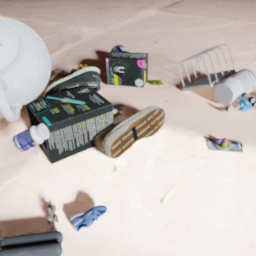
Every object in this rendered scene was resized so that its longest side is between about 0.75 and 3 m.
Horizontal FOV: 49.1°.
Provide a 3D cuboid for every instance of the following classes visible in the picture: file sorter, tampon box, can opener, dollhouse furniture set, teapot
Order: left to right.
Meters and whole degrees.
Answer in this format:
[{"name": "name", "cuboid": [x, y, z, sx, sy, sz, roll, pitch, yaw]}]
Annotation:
[{"name": "teapot", "cuboid": [-3.685, -1.982, 7.979, 2.906, 2.123, 2.869, 28, 78, 3]}, {"name": "can opener", "cuboid": [-2.574, 2.494, 5.966, 2.263, 0.757, 0.604, -5, 35, -7]}, {"name": "dollhouse furniture set", "cuboid": [-2.783, -2.056, 12.629, 0.924, 0.789, 1.783, 7, 31, 13]}, {"name": "tampon box", "cuboid": [-1.874, -0.199, 9.254, 2.300, 1.452, 1.724, -21, 40, -27]}, {"name": "tampon box", "cuboid": [-0.021, -2.716, 12.967, 1.751, 1.312, 1.105, 6, 32, 13]}, {"name": "file sorter", "cuboid": [3.496, -2.709, 12.529, 2.234, 1.391, 1.550, -30, 17, -36]}]

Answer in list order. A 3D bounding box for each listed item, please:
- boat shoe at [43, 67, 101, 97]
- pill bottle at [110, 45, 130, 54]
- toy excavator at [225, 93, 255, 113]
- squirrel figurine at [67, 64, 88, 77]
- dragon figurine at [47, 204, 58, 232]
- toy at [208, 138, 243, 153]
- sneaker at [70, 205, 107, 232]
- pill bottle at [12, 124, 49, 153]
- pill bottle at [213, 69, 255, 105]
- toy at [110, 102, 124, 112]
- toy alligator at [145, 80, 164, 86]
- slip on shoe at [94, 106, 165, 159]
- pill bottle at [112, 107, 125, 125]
[{"name": "boat shoe", "cuboid": [-2.248, -1.427, 10.939, 2.770, 0.936, 0.995, -19, -11, 27]}, {"name": "pill bottle", "cuboid": [-0.281, -3.616, 14.638, 0.991, 0.991, 1.772, -10, 36, -14]}, {"name": "toy excavator", "cuboid": [4.468, -0.880, 11.110, 1.045, 1.075, 0.537, 32, 13, -39]}, {"name": "squirrel figurine", "cuboid": [-2.046, -2.112, 12.118, 1.128, 1.208, 0.855, -21, 43, -41]}, {"name": "dragon figurine", "cuboid": [-1.846, 2.199, 6.848, 0.245, 0.414, 0.833, -8, 54, -14]}, {"name": "toy", "cuboid": [3.232, 0.509, 9.284, 1.095, 0.259, 0.631, 7, 37, 8]}, {"name": "sneaker", "cuboid": [-0.911, 2.186, 6.741, 0.939, 0.347, 0.386, -25, 43, -6]}, {"name": "pill bottle", "cuboid": [-2.592, 0.261, 7.485, 0.895, 0.518, 0.518, -26, 33, 11]}, {"name": "pill bottle", "cuboid": [4.506, -1.717, 11.787, 1.904, 1.079, 1.079, -29, 44, -34]}, {"name": "toy", "cuboid": [-0.717, -0.797, 11.200, 0.993, 0.235, 0.572, 10, 38, 18]}, {"name": "toy alligator", "cuboid": [1.214, -2.161, 13.175, 0.956, 0.230, 0.317, 5, 34, 9]}, {"name": "slip on shoe", "cuboid": [0.121, 0.030, 9.395, 0.871, 1.093, 2.875, 21, 45, 40]}, {"name": "pill bottle", "cuboid": [-0.687, -0.463, 10.358, 0.652, 0.652, 1.142, -25, 41, -32]}]
